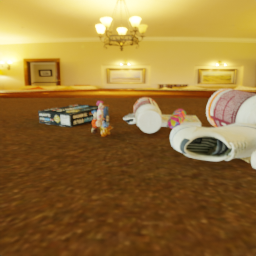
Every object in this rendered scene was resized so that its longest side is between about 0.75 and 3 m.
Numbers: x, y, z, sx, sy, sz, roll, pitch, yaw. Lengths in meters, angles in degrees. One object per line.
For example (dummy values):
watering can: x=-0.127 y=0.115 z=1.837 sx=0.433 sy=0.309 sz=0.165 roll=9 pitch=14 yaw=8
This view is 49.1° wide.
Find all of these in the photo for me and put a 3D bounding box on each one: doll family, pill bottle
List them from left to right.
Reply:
doll family: x=-0.825 y=-0.221 z=9.583 sx=0.719 sy=0.990 sz=1.596 roll=3 pitch=-15 yaw=-14
pill bottle: x=0.704 y=-0.463 z=10.193 sx=0.966 sy=0.966 sz=1.764 roll=0 pitch=18 yaw=-1
pill bottle: x=3.515 y=-0.356 z=8.331 sx=1.382 sy=1.382 sz=2.421 roll=-3 pitch=15 yaw=-14

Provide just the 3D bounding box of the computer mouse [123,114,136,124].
computer mouse: x=0.453 y=-0.374 z=12.116 sx=0.890 sy=0.356 sz=1.623 roll=-34 pitch=22 yaw=-35

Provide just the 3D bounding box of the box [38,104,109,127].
box: x=-2.469 y=-0.614 z=13.045 sx=2.052 sy=0.594 sz=2.582 roll=7 pitch=15 yaw=34

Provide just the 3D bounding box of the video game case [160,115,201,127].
video game case: x=2.218 y=-0.326 z=12.692 sx=1.889 sy=0.238 sz=2.076 roll=2 pitch=11 yaw=7

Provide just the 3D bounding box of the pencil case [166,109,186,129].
pencil case: x=1.903 y=-0.333 z=10.919 sx=0.553 sy=0.553 sz=1.251 roll=5 pitch=22 yaw=23

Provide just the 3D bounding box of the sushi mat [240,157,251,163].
sushi mat: x=2.846 y=0.604 z=7.320 sx=0.513 sy=0.065 sz=1.073 roll=-16 pitch=27 yaw=-28

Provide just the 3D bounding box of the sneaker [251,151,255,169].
sneaker: x=3.356 y=0.527 z=5.867 sx=1.491 sy=0.549 sz=0.862 roll=-23 pitch=13 yaw=-35

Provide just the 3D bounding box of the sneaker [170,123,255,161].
sneaker: x=2.242 y=0.430 z=6.475 sx=2.502 sy=0.914 sz=0.886 roll=-1 pitch=23 yaw=-8
